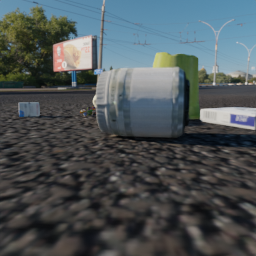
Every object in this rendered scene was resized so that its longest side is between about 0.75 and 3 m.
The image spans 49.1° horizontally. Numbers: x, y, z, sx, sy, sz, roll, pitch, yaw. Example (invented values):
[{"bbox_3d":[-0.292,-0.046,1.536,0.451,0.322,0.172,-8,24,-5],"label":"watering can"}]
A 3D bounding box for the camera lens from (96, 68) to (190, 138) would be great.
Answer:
[{"bbox_3d":[0.442,-0.661,7.316,2.229,1.783,1.783,1,9,9],"label":"camera lens"}]

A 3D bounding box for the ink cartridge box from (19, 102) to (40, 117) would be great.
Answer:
[{"bbox_3d":[-4.357,-0.817,12.335,0.838,0.612,0.353,-2,7,-22],"label":"ink cartridge box"}]

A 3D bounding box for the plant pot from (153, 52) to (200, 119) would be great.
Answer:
[{"bbox_3d":[1.917,-1.828,11.839,2.709,2.491,2.709,7,10,-1],"label":"plant pot"}]

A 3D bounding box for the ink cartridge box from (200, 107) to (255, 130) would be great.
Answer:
[{"bbox_3d":[4.405,-0.431,10.101,2.536,0.515,2.531,-4,10,-27],"label":"ink cartridge box"}]

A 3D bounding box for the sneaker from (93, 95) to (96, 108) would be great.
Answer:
[{"bbox_3d":[-0.632,-0.917,11.017,1.346,1.014,2.879,-24,1,32],"label":"sneaker"}]

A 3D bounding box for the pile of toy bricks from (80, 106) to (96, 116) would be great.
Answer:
[{"bbox_3d":[-1.715,-0.689,12.562,0.810,0.449,0.400,-21,-12,-22],"label":"pile of toy bricks"}]
